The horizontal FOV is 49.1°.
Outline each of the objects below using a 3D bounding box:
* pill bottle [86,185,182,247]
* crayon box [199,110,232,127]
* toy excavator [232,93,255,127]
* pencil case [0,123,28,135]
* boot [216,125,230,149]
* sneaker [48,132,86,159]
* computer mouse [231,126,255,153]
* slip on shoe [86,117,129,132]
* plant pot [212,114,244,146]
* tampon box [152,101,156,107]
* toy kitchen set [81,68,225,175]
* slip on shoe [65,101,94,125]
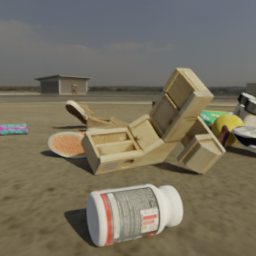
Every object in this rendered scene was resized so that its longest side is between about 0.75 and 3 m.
[{"bbox_3d":[0.087,1.118,3.729,1.168,0.677,0.677,-3,8,-23],"label":"pill bottle"},{"bbox_3d":[4.596,-0.384,13.575,2.533,0.738,1.504,5,2,5],"label":"crayon box"},{"bbox_3d":[5.548,-0.224,11.224,2.976,1.487,2.894,21,23,-1],"label":"toy excavator"},{"bbox_3d":[-5.019,0.059,12.284,1.164,0.495,0.538,-3,-16,-18],"label":"pencil case"},{"bbox_3d":[2.943,0.327,8.966,0.671,0.807,0.292,-10,14,-35],"label":"boot"},{"bbox_3d":[-1.287,0.492,8.439,2.147,0.766,0.858,4,2,-12],"label":"sneaker"},{"bbox_3d":[4.267,0.557,8.036,1.543,0.617,2.814,-10,20,-31],"label":"computer mouse"},{"bbox_3d":[-0.671,-0.138,12.759,2.499,0.757,0.950,1,8,8],"label":"slip on shoe"},{"bbox_3d":[3.484,0.186,9.829,1.114,1.114,0.791,3,27,20],"label":"plant pot"},{"bbox_3d":[2.123,-0.515,12.888,1.953,1.464,1.233,0,8,0],"label":"tampon box"},{"bbox_3d":[0.590,0.226,6.242,2.194,2.432,1.984,-5,51,-35],"label":"toy kitchen set"},{"bbox_3d":[-2.235,-0.834,13.534,0.878,0.699,2.308,11,-19,27],"label":"slip on shoe"}]
